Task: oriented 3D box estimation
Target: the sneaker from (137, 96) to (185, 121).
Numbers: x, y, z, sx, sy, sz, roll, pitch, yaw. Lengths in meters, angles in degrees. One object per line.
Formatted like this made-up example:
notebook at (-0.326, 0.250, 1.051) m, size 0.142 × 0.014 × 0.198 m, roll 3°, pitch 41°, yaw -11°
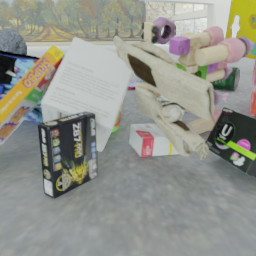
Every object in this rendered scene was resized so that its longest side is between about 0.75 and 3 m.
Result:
sneaker at (0.780, -0.492, 6.259) m, size 0.568 × 0.658 × 1.501 m, roll 27°, pitch 2°, yaw -33°

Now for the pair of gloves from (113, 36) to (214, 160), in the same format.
pair of gloves at (0.568, -0.372, 4.574) m, size 0.381 × 2.172 × 1.847 m, roll -39°, pitch 59°, yaw -11°

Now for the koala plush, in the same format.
koala plush at (-4.553, -1.161, 7.851) m, size 2.646 × 2.742 × 2.984 m, roll 14°, pitch 43°, yaw 9°

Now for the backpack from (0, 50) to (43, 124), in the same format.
backpack at (-2.459, -0.968, 7.186) m, size 2.115 × 1.423 × 1.930 m, roll 8°, pitch -17°, yaw 9°

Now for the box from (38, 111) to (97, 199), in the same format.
box at (-0.915, 0.397, 4.421) m, size 0.285 × 1.160 × 0.935 m, roll 15°, pitch 23°, yaw 35°

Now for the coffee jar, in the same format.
coffee jar at (3.657, -2.236, 12.320) m, size 2.229 × 0.951 × 1.162 m, roll 9°, pitch 21°, yaw 27°

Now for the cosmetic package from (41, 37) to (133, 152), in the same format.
cosmetic package at (-0.783, -0.619, 5.606) m, size 1.314 × 1.315 × 1.594 m, roll 22°, pitch 64°, yaw -4°

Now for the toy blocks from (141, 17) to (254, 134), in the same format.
toy blocks at (1.864, -1.494, 7.232) m, size 2.118 × 2.351 × 2.516 m, roll -19°, pitch 39°, yaw -24°

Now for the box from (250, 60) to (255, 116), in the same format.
box at (4.422, -1.393, 8.534) m, size 1.142 × 1.054 × 2.226 m, roll 7°, pitch 46°, yaw 19°

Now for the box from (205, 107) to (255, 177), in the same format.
box at (2.104, 0.270, 4.945) m, size 0.725 × 0.867 × 1.167 m, roll 20°, pitch 10°, yaw -25°

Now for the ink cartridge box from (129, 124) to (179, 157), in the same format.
ink cartridge box at (0.654, 0.232, 5.885) m, size 1.074 × 0.448 × 0.779 m, roll -2°, pitch 20°, yaw -17°

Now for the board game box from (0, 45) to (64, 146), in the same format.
board game box at (-2.127, -0.376, 5.304) m, size 2.521 × 0.378 × 1.204 m, roll -52°, pitch 6°, yaw -19°

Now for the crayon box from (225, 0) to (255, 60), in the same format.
crayon box at (3.972, -2.556, 7.230) m, size 2.676 × 1.699 × 0.680 m, roll 20°, pitch 54°, yaw 23°

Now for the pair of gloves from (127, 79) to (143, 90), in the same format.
pair of gloves at (-0.065, -2.123, 13.024) m, size 2.606 × 0.297 × 2.095 m, roll 8°, pitch 21°, yaw 24°

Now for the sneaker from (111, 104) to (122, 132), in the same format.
sneaker at (-0.758, -0.687, 7.687) m, size 1.110 × 1.017 × 2.650 m, roll -3°, pitch 20°, yaw 3°
